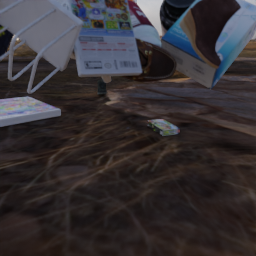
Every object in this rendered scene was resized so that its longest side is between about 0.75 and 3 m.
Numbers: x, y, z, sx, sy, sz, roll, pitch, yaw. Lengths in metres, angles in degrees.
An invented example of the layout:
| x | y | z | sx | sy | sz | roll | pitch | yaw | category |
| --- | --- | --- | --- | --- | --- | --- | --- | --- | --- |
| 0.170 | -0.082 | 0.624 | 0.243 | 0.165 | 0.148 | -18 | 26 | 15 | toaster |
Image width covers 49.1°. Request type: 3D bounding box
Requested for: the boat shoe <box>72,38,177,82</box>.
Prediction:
| x | y | z | sx | sy | sz | roll | pitch | yaw | category |
| --- | --- | --- | --- | --- | --- | --- | --- | --- | --- |
| 0.044 | -1.562 | 6.395 | 2.733 | 0.962 | 0.961 | 4 | 18 | -28 | boat shoe |

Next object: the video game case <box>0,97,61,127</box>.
| x | y | z | sx | sy | sz | roll | pitch | yaw | category |
| --- | --- | --- | --- | --- | --- | --- | --- | --- | --- |
| -4.046 | -0.672 | 10.087 | 2.109 | 0.265 | 2.946 | -14 | 22 | -37 | video game case |

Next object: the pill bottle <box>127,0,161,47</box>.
| x | y | z | sx | sy | sz | roll | pitch | yaw | category |
| --- | --- | --- | --- | --- | --- | --- | --- | --- | --- |
| 0.133 | -2.920 | 8.936 | 1.444 | 1.444 | 2.529 | -9 | 54 | -25 | pill bottle |

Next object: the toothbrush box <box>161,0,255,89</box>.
| x | y | z | sx | sy | sz | roll | pitch | yaw | category |
| --- | --- | --- | --- | --- | --- | --- | --- | --- | --- |
| 2.251 | -2.505 | 7.658 | 1.705 | 0.993 | 2.329 | 36 | 73 | 19 | toothbrush box |

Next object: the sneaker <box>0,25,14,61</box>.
| x | y | z | sx | sy | sz | roll | pitch | yaw | category |
| --- | --- | --- | --- | --- | --- | --- | --- | --- | --- |
| -3.075 | -2.163 | 5.812 | 1.123 | 1.010 | 2.731 | 17 | 63 | 8 | sneaker |

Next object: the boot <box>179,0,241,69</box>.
| x | y | z | sx | sy | sz | roll | pitch | yaw | category |
| --- | --- | --- | --- | --- | --- | --- | --- | --- | --- |
| 1.829 | -2.075 | 5.812 | 1.155 | 1.388 | 0.502 | -37 | -5 | 34 | boot |

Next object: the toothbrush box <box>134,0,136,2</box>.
| x | y | z | sx | sy | sz | roll | pitch | yaw | category |
| --- | --- | --- | --- | --- | --- | --- | --- | --- | --- |
| -0.227 | -4.789 | 10.759 | 0.929 | 0.541 | 1.270 | 21 | 43 | -13 | toothbrush box |

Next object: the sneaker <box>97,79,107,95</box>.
| x | y | z | sx | sy | sz | roll | pitch | yaw | category |
| --- | --- | --- | --- | --- | --- | --- | --- | --- | --- |
| -1.282 | -1.984 | 13.579 | 0.450 | 0.675 | 1.178 | -4 | 20 | -6 | sneaker |

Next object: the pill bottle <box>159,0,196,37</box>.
| x | y | z | sx | sy | sz | roll | pitch | yaw | category |
| --- | --- | --- | --- | --- | --- | --- | --- | --- | --- |
| 1.939 | -3.643 | 9.679 | 1.617 | 1.617 | 2.890 | 4 | -17 | 13 | pill bottle |

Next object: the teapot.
| x | y | z | sx | sy | sz | roll | pitch | yaw | category |
| --- | --- | --- | --- | --- | --- | --- | --- | --- | --- |
| -1.076 | -2.596 | 7.044 | 2.328 | 2.297 | 1.700 | 18 | 29 | -23 | teapot |

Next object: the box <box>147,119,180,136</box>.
| x | y | z | sx | sy | sz | roll | pitch | yaw | category |
| --- | --- | --- | --- | --- | --- | --- | --- | --- | --- |
| 1.018 | -0.028 | 8.200 | 0.558 | 0.176 | 1.014 | -7 | 19 | -20 | box |

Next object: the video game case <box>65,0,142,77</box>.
| x | y | z | sx | sy | sz | roll | pitch | yaw | category |
| --- | --- | --- | --- | --- | --- | --- | --- | --- | --- |
| -0.484 | -1.924 | 5.506 | 1.326 | 1.852 | 0.167 | -8 | -6 | -29 | video game case |

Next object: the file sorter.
| x | y | z | sx | sy | sz | roll | pitch | yaw | category |
| --- | --- | --- | --- | --- | --- | --- | --- | --- | --- |
| -1.924 | -1.625 | 4.664 | 1.787 | 1.240 | 1.113 | 37 | 53 | -5 | file sorter |
